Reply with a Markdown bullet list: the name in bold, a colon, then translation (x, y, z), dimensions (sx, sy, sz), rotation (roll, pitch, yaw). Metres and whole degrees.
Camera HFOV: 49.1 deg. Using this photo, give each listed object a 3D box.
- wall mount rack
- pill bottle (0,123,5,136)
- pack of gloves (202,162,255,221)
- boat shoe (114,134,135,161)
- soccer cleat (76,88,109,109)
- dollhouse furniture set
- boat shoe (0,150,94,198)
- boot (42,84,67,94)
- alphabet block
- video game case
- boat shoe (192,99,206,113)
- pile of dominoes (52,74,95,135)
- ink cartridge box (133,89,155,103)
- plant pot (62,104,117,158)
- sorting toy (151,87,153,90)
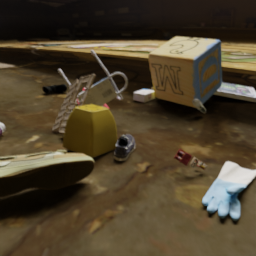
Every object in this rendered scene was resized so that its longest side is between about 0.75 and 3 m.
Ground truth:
- **wall mount rack**: translation (-1.433, -1.656, 11.010), dimensions (2.594, 2.254, 0.967), rotation (-33, 23, -8)
- **pill bottle**: translation (-4.586, 0.154, 9.481), dimensions (0.506, 0.506, 0.901), rotation (5, 22, 11)
- **pack of gloves**: translation (2.986, 1.420, 6.358), dimensions (2.117, 0.497, 2.519), rotation (12, 25, 30)
- **boat shoe**: translation (-0.076, 0.476, 8.659), dimensions (0.548, 0.473, 1.509), rotation (10, 24, 9)
- **soccer cleat**: translation (-1.634, -1.161, 12.569), dimensions (1.020, 0.890, 2.668), rotation (33, 0, -23)
- **dollhouse furniture set**: translation (1.666, 0.909, 7.507), dimensions (0.765, 0.311, 0.411), rotation (31, 1, -16)
- **boat shoe**: translation (-2.172, 0.931, 6.581), dimensions (2.735, 0.998, 0.860), rotation (-10, 47, -21)
- **boot**: translation (-3.953, -2.087, 15.089), dimensions (1.161, 0.437, 0.868), rotation (2, 12, 33)
- **alphabet block**: translation (2.722, -2.675, 13.144), dimensions (2.458, 2.413, 2.400), rotation (20, 45, 39)
- **video game case**: translation (5.440, -1.947, 14.616), dimensions (2.384, 0.278, 2.167), rotation (12, 24, 11)
- **boat shoe**: translation (2.949, -0.890, 11.481), dimensions (0.826, 0.304, 0.276), rotation (32, 19, -34)
- **pile of dominoes**: translation (-1.848, -0.773, 9.847), dimensions (0.344, 2.161, 1.685), rotation (28, -14, -34)
- **ink cartridge box**: translation (0.802, -1.614, 13.981), dimensions (0.704, 0.412, 0.974), rotation (15, 25, 34)
- **plant pot**: translation (-1.129, -0.006, 8.621), dimensions (1.271, 1.309, 1.279), rotation (15, 19, 34)
- **sorting toy**: translation (2.879, -2.030, 15.074), dimensions (2.708, 0.399, 2.002), rotation (19, 31, 38)
